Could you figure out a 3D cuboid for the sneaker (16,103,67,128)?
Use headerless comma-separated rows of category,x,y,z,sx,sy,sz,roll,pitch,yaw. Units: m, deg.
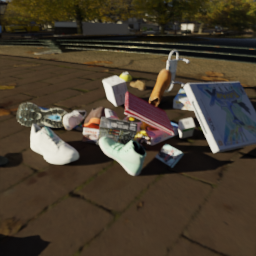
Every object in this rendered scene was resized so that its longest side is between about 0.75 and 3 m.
sneaker,-3.417,-0.368,11.431,2.368,0.928,1.065,11,-7,11

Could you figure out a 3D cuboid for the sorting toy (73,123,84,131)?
sorting toy,-1.735,-0.047,11.408,1.061,0.145,0.597,11,26,22

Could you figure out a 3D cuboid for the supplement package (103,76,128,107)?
supplement package,-0.602,-1.856,14.014,0.777,1.091,1.401,-21,27,-13

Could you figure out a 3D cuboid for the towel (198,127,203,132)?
towel,3.344,-0.038,11.337,0.951,0.086,0.409,-12,26,-12

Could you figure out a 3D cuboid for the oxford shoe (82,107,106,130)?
oxford shoe,-1.200,-0.280,10.335,0.697,0.710,1.958,20,-15,-20

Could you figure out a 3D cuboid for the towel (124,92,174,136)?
towel,0.716,-0.568,10.488,1.916,0.298,2.649,26,17,-8

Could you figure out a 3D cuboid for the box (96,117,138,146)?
box,-0.397,0.232,9.077,1.147,1.454,0.362,10,62,-6

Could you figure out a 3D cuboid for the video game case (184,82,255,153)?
video game case,3.521,-0.499,9.893,2.780,0.306,2.535,-7,67,-32

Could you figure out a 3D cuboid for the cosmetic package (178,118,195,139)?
cosmetic package,2.085,0.018,10.107,0.482,0.897,0.380,-14,65,2

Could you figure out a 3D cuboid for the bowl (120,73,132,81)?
bowl,-0.180,-3.442,18.772,0.850,0.457,0.850,-1,24,0

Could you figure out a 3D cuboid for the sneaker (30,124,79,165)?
sneaker,-2.532,0.469,9.189,2.220,0.982,0.835,17,28,34

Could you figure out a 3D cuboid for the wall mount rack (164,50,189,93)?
wall mount rack,2.389,-2.899,15.202,2.091,2.407,0.897,-20,37,-40

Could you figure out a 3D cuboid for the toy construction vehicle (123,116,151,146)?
toy construction vehicle,0.207,0.039,10.203,1.212,0.490,1.392,4,44,37

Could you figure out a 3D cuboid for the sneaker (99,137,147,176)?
sneaker,-0.125,0.560,8.346,1.636,0.965,0.602,38,38,21

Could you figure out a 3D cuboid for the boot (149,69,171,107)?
boot,1.524,-1.802,13.442,0.668,1.813,1.402,22,37,5

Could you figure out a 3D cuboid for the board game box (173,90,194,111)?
board game box,3.793,-1.316,13.883,2.779,0.476,1.868,9,25,19

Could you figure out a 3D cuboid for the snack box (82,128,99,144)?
snack box,-0.972,0.334,10.081,1.387,0.498,0.169,7,2,17

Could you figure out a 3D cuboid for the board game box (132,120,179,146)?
board game box,0.927,0.044,10.963,1.617,0.333,1.620,-20,30,-38

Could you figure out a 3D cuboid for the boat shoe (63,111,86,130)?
boat shoe,-2.012,-0.378,10.727,0.528,0.539,1.523,-17,19,16

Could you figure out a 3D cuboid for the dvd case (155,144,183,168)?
dvd case,1.300,0.881,8.926,0.590,0.089,0.808,-47,38,-10

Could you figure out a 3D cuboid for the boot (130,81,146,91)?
boot,0.598,-2.659,16.942,0.488,0.500,1.325,-19,29,-33

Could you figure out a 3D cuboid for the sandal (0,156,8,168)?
sandal,-4.478,0.987,8.915,1.423,0.341,0.535,22,29,16

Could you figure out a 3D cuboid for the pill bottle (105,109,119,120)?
pill bottle,-0.752,-0.273,11.147,0.767,0.767,1.282,-5,24,-10
